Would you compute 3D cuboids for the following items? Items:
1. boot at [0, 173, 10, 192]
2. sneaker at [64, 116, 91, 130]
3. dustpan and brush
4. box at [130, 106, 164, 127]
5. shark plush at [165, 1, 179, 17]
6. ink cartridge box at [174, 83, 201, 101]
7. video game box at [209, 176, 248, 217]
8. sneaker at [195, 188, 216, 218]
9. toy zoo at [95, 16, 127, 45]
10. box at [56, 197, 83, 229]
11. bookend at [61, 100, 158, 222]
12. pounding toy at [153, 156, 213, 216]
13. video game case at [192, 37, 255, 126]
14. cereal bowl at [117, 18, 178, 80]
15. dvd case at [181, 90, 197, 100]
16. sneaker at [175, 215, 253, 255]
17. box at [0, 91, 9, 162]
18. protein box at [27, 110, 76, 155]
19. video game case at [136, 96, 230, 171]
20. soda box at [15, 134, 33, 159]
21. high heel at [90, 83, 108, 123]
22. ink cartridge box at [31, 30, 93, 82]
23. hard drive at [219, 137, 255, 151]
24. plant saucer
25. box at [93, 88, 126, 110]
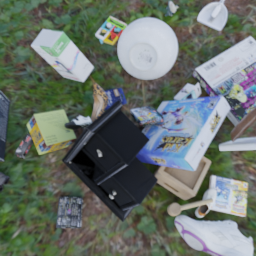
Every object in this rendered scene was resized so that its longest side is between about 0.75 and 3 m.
[{"bbox_3d":[-4.922,2.021,9.540,1.020,0.541,1.550,40,79,8],"label":"boot"},{"bbox_3d":[-1.740,-0.201,9.608,0.961,0.356,0.425,-5,64,-28],"label":"sneaker"},{"bbox_3d":[3.891,-5.161,12.140,1.177,0.482,1.686,29,73,10],"label":"dustpan and brush"},{"bbox_3d":[0.630,-0.422,9.715,0.810,1.187,0.224,-11,114,-12],"label":"box"},{"bbox_3d":[1.745,-4.913,11.600,0.436,1.047,0.476,33,97,-6],"label":"shark plush"},{"bbox_3d":[2.261,-1.219,10.603,1.068,0.615,0.362,-45,47,-15],"label":"ink cartridge box"},{"bbox_3d":[3.375,2.312,9.540,1.253,0.293,1.141,11,73,4],"label":"video game box"},{"bbox_3d":[2.605,2.412,9.088,0.407,0.474,1.119,32,66,11],"label":"sneaker"},{"bbox_3d":[-0.769,-4.073,11.929,0.893,0.139,1.361,30,73,10],"label":"toy zoo"},{"bbox_3d":[-1.949,2.839,9.382,0.797,0.217,0.995,0,70,0],"label":"box"},{"bbox_3d":[-0.236,1.143,8.178,2.829,2.811,1.303,46,56,-2],"label":"bookend"},{"bbox_3d":[1.778,1.910,9.211,1.945,1.013,2.214,33,64,4],"label":"pounding toy"},{"bbox_3d":[4.483,-1.888,10.894,2.944,0.527,2.669,-32,73,-12],"label":"video game case"},{"bbox_3d":[0.641,-2.763,10.262,2.281,2.281,0.950,17,35,6],"label":"cereal bowl"},{"bbox_3d":[2.340,-0.785,10.324,0.735,0.111,1.007,-36,118,-30],"label":"dvd case"},{"bbox_3d":[2.726,3.403,8.954,2.571,0.963,1.281,28,54,9],"label":"sneaker"},{"bbox_3d":[-5.399,-0.077,9.861,1.804,1.301,2.430,-3,71,-2],"label":"box"},{"bbox_3d":[-2.621,0.130,9.570,1.147,0.780,1.156,-15,74,-42],"label":"protein box"},{"bbox_3d":[1.554,0.102,9.086,0.612,2.694,2.442,46,65,-26],"label":"video game case"},{"bbox_3d":[-3.722,0.662,10.142,0.307,0.275,0.867,23,71,7],"label":"soda box"},{"bbox_3d":[-1.159,-0.797,9.994,0.510,1.429,1.018,0,28,39],"label":"high heel"},{"bbox_3d":[-2.365,-2.607,10.255,1.359,1.870,0.818,21,75,40],"label":"ink cartridge box"},{"bbox_3d":[4.166,0.492,9.044,1.313,1.990,0.261,-10,90,-35],"label":"hard drive"},{"bbox_3d":[3.657,-0.178,8.597,1.515,1.515,0.261,-40,70,-13],"label":"plant saucer"},{"bbox_3d":[-0.703,-1.107,10.785,1.168,0.189,0.708,-18,76,-8],"label":"box"}]
